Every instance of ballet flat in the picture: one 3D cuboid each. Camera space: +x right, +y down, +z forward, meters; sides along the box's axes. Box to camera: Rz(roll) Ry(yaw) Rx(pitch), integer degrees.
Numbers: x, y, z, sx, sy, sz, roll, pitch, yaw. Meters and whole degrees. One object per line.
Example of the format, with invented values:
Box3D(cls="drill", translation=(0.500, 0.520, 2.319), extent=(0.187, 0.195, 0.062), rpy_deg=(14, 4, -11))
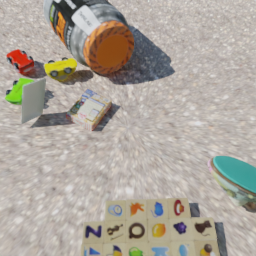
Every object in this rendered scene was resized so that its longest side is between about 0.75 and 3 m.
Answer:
Box3D(cls="ballet flat", translation=(2.487, 1.171, 5.317), extent=(2.327, 0.828, 0.804), rpy_deg=(13, 44, -8))

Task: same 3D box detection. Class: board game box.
Box3D(cls="board game box", translation=(-0.990, -0.483, 7.180), extent=(0.755, 0.231, 0.996), rpy_deg=(26, 56, 11))

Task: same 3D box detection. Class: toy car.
Box3D(cls="toy car", translation=(-2.700, -1.318, 7.805), extent=(2.194, 0.489, 2.065), rpy_deg=(11, 51, 10))

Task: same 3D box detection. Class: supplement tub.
Box3D(cls="supplement tub", translation=(-1.189, -3.036, 8.358), extent=(1.836, 1.836, 2.997), rpy_deg=(-24, 53, -19))

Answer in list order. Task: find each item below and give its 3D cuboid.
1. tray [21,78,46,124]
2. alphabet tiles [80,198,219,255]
Box3D(cls="tray", translation=(-2.307, -0.658, 6.716), extent=(0.132, 1.191, 0.639), rpy_deg=(39, 44, 18))
Box3D(cls="alphabet tiles", translation=(0.375, 2.233, 4.947), extent=(2.447, 0.077, 2.036), rpy_deg=(-3, 53, 2))
